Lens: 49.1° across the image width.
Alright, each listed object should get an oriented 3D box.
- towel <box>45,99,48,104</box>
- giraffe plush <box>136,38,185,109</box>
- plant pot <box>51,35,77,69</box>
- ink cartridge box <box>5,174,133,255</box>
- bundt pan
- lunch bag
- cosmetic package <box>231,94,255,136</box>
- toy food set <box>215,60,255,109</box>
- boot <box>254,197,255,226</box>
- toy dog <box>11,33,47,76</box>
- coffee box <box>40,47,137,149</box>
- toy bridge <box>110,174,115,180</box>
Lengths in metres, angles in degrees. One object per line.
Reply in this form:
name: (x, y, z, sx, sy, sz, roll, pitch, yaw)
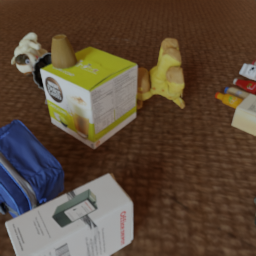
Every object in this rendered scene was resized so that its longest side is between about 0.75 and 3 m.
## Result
towel: (-2.787, -1.513, 12.304, 1.671, 0.190, 1.200, -4, 52, -5)
giraffe plush: (1.023, -1.960, 11.395, 2.270, 2.799, 2.415, -7, 51, 9)
plant pot: (-2.217, -2.597, 9.403, 0.869, 0.932, 0.869, -2, 40, 2)
ink cartridge box: (-1.183, 2.408, 6.370, 2.476, 1.807, 1.041, -22, 44, -26)
bundt pan: (-3.335, -2.517, 12.543, 1.845, 1.845, 0.692, -12, 29, -14)
lunch bag: (-3.040, 1.292, 7.580, 2.597, 1.764, 1.718, 41, 55, 20)
cosmetic package: (5.332, -0.185, 10.259, 2.562, 0.911, 1.348, 30, 48, 32)
toy food set: (4.931, -2.107, 11.948, 1.184, 2.631, 1.256, 32, 12, 36)
boot: (4.186, 2.401, 7.424, 1.647, 0.558, 1.076, 21, 33, 16)
toy dog: (-5.081, -3.581, 14.091, 2.022, 1.455, 2.085, -18, 41, -2)
coffee box: (-1.337, -1.219, 10.332, 2.438, 2.414, 2.442, 27, 46, 29)
toy bridge: (-0.787, 1.794, 7.741, 0.203, 0.502, 1.492, -19, 7, 32)
